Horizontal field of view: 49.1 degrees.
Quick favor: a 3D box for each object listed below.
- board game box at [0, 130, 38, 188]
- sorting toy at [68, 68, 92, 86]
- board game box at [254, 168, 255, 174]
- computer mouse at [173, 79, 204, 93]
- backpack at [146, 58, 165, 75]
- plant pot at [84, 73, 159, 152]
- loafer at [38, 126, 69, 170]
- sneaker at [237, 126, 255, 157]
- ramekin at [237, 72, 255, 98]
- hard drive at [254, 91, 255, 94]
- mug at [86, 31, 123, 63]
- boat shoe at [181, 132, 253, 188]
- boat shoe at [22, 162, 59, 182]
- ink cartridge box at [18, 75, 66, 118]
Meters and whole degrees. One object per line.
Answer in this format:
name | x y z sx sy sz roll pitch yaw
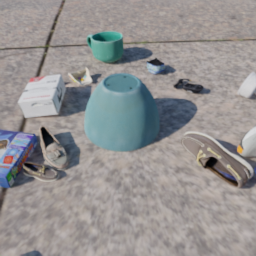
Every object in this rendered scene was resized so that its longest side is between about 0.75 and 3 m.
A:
board game box | -4.640 0.795 8.832 2.893 0.499 1.958 7 40 8
sorting toy | -2.051 -2.184 12.480 0.917 0.490 0.826 -26 54 -29
board game box | 4.452 1.527 8.119 1.242 0.306 1.572 4 40 5
computer mouse | 2.682 -1.799 12.138 1.292 0.297 0.907 12 40 26
backpack | 1.319 -2.856 13.136 0.715 0.574 0.782 -25 41 -28
plant pot | -0.212 -0.778 9.685 2.737 1.844 2.737 1 40 0
loafer | -2.476 0.614 8.995 0.656 0.574 1.825 -23 45 -25
sneaker | 4.906 0.533 8.760 2.915 1.103 1.341 -12 46 -12
ramekin | 4.993 -1.697 11.454 0.497 1.067 1.067 39 53 21
hard drive | 5.696 -1.437 11.807 0.575 0.116 0.872 -10 41 -12
mug | -1.084 -4.063 14.087 1.575 1.185 1.917 -16 38 -16
boat shoe | 2.519 0.923 8.454 2.362 0.848 0.703 36 48 28
boat shoe | -2.629 1.291 8.367 1.156 0.344 0.415 12 41 14
ink cartridge box | -3.309 -1.265 10.978 1.352 0.763 1.842 -6 39 5
